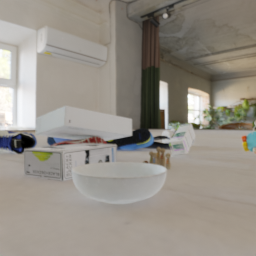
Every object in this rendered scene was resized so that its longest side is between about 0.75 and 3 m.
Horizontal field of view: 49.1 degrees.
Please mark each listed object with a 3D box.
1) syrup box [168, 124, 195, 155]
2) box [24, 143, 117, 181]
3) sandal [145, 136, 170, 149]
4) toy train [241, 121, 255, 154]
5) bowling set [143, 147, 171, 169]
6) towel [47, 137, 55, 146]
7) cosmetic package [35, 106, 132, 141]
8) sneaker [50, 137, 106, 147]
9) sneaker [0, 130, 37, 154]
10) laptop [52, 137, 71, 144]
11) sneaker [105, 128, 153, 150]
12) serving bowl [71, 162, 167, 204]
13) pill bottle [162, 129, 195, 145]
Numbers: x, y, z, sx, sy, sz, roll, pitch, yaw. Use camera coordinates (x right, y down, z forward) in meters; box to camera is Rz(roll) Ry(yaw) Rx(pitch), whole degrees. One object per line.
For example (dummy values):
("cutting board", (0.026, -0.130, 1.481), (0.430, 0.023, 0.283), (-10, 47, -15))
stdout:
("syrup box", (1.823, 0.372, 9.417), (0.506, 0.524, 1.286), (-12, 19, 31))
("box", (-1.219, 0.709, 6.367), (1.130, 0.582, 1.937), (1, 2, 31))
("sandal", (1.079, 0.615, 12.362), (2.523, 0.540, 0.960), (0, 1, 25))
("toy train", (3.699, 0.423, 7.005), (0.468, 1.264, 1.683), (48, -2, -29))
("bowling set", (0.674, 0.754, 7.016), (0.614, 0.473, 0.882), (0, 1, -17))
("towel", (-2.708, 0.629, 13.285), (2.067, 0.502, 1.154), (1, 2, 5))
("cosmetic package", (-1.289, -0.030, 8.297), (2.291, 0.592, 1.727), (10, -13, -41))
("sneaker", (-1.468, 0.590, 8.274), (1.848, 0.719, 0.759), (0, 4, -33))
("sneaker", (-4.415, 0.475, 10.190), (2.269, 0.917, 1.311), (1, -2, -26))
("laptop", (-2.209, 0.522, 11.418), (1.510, 0.780, 1.338), (0, 2, 23))
("sneaker", (-0.198, 0.598, 11.559), (2.503, 0.825, 0.981), (-5, -25, 10))
("serving bowl", (-0.132, 0.816, 4.128), (1.389, 0.457, 1.389), (1, 1, 0))
("pill bottle", (2.342, 0.455, 13.108), (1.427, 0.816, 0.816), (1, 0, -28))
